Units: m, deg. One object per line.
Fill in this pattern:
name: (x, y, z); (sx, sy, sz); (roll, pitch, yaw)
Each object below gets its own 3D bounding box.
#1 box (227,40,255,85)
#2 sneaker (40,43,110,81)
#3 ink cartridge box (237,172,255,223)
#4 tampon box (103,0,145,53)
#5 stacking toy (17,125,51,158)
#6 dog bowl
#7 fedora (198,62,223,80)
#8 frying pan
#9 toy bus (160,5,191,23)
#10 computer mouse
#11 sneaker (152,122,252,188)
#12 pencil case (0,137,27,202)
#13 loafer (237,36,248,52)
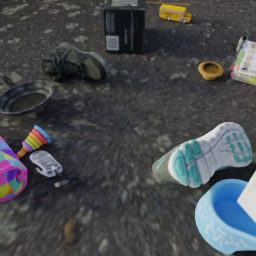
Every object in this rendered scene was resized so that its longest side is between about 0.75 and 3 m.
box: (4.465, -2.419, 10.183); (1.133, 0.357, 2.059); (20, 53, 19)
sneaker: (-1.896, -2.023, 9.478); (2.704, 1.034, 1.549); (29, 53, 30)
ink cartridge box: (3.355, 1.357, 4.591); (1.604, 1.576, 2.179); (-18, 49, -23)
tampon box: (-0.088, -4.422, 11.305); (1.535, 1.822, 2.431); (2, 44, 2)
stacking toy: (-2.565, 0.432, 7.388); (0.514, 0.544, 0.937); (40, 72, 12)
dog bowl: (2.775, 1.946, 5.641); (2.747, 0.681, 1.531); (18, 47, 18)
fedora: (2.881, -1.958, 9.837); (0.917, 0.374, 0.917); (0, 47, 0)
frying pan: (-3.542, -0.977, 8.572); (2.832, 0.461, 1.713); (11, 44, 26)
toy bus: (2.246, -5.383, 13.192); (1.441, 0.564, 0.469); (16, 47, 15)
computer mouse: (-1.870, 1.011, 6.797); (1.354, 0.297, 0.742); (34, 40, 32)
sneaker: (1.743, 0.635, 6.592); (2.905, 1.325, 1.127); (-10, 79, -35)
pencil case: (-3.328, 0.629, 6.762); (1.073, 1.073, 2.429); (-29, 53, -26)
loafer: (4.597, -3.347, 11.226); (0.375, 0.339, 0.992); (10, 54, 10)
